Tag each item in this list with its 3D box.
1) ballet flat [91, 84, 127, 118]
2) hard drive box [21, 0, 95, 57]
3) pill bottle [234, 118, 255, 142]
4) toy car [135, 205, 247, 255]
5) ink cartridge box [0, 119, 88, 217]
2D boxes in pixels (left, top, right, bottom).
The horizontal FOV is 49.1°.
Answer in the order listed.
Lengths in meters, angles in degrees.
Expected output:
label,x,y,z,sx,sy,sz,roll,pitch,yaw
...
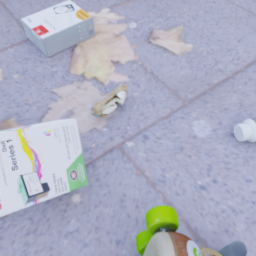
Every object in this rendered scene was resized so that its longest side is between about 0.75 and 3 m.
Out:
label,x,y,z,sx,sy,sz,roll,pitch,yaw
ballet flat,-0.515,-0.916,9.990,0.587,0.634,1.797,31,62,35
hard drive box,-3.103,-4.514,12.606,2.534,0.973,1.975,-35,60,-23
pill bottle,4.322,0.033,9.353,1.414,0.783,0.783,-12,54,-9
toy car,1.720,3.269,6.312,2.776,2.190,2.280,5,43,-10
ink cartridge box,-2.601,0.945,7.327,2.686,1.945,1.128,-14,7,-39
